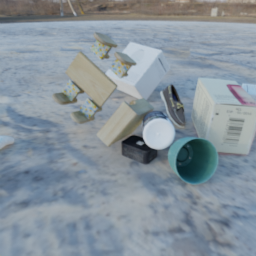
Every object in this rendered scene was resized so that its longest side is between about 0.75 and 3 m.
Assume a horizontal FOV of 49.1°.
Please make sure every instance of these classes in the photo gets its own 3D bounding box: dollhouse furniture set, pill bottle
[{"bbox_3d":[-0.842,-1.062,8.558,2.890,2.533,1.920,44,21,8],"label":"dollhouse furniture set"},{"bbox_3d":[0.800,-0.013,7.928,0.850,0.850,1.601,0,13,1],"label":"pill bottle"}]

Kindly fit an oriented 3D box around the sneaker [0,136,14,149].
[{"bbox_3d":[-4.023,0.531,8.327,0.489,0.557,1.390,-16,-5,32],"label":"sneaker"}]

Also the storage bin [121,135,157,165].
[{"bbox_3d":[0.327,0.617,8.139,0.948,0.445,0.641,17,30,33],"label":"storage bin"}]

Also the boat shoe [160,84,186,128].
[{"bbox_3d":[1.715,-0.814,10.142,0.631,0.523,1.756,10,48,-36],"label":"boat shoe"}]

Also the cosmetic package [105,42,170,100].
[{"bbox_3d":[0.420,-2.515,12.503,1.977,1.219,1.983,30,77,40],"label":"cosmetic package"}]

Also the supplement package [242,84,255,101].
[{"bbox_3d":[5.130,-0.692,9.866,2.283,1.250,1.298,9,28,18],"label":"supplement package"}]

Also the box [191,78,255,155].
[{"bbox_3d":[2.981,-0.463,8.958,1.364,1.601,2.504,5,27,1],"label":"box"}]

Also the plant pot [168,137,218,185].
[{"bbox_3d":[1.541,0.758,7.161,1.147,1.147,0.920,-7,8,-14],"label":"plant pot"}]
